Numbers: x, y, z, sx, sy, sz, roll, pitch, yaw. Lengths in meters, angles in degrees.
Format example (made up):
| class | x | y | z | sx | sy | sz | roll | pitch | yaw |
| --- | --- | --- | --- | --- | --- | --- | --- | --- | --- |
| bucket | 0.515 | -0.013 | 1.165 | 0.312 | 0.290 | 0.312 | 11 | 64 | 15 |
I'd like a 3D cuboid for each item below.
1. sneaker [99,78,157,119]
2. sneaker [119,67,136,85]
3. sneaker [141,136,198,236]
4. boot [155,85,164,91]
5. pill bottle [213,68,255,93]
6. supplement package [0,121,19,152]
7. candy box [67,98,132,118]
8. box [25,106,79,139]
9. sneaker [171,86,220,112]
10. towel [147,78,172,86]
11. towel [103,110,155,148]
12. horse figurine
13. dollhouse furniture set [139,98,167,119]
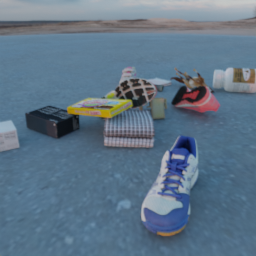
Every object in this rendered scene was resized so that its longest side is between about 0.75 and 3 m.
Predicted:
| class | x | y | z | sx | sy | sz | roll | pitch | yaw |
| --- | --- | --- | --- | --- | --- | --- | --- | --- | --- |
| sneaker | -0.007 | -1.188 | 10.994 | 2.913 | 1.122 | 1.237 | -17 | -1 | 40 |
| sneaker | -0.016 | -2.972 | 16.162 | 0.906 | 0.983 | 2.228 | 3 | 24 | 6 |
| sneaker | 0.995 | 1.134 | 6.438 | 1.075 | 1.259 | 2.856 | 7 | 26 | 17 |
| boot | 1.408 | -2.324 | 15.421 | 1.116 | 0.405 | 1.014 | 0 | 37 | 17 |
| pill bottle | 5.673 | -2.538 | 14.845 | 2.172 | 1.242 | 1.242 | 5 | 24 | 12 |
| supplement package | -4.270 | 0.313 | 9.062 | 1.192 | 0.661 | 0.928 | -13 | 27 | -28 |
| candy box | -1.037 | -0.732 | 9.839 | 2.212 | 0.292 | 1.130 | 7 | 26 | 40 |
| box | -2.805 | -0.257 | 10.390 | 1.645 | 0.649 | 1.161 | 16 | 25 | 31 |
| sneaker | 2.843 | -1.072 | 12.062 | 1.202 | 1.022 | 2.772 | 33 | -3 | -19 |
| towel | 1.657 | -2.664 | 16.430 | 1.297 | 0.219 | 1.358 | -17 | 28 | -33 |
| towel | 0.011 | -0.097 | 9.738 | 1.702 | 0.879 | 2.055 | 0 | 23 | -2 |
| horse figurine | 3.402 | -2.580 | 15.170 | 1.681 | 0.633 | 2.537 | 35 | -6 | -28 |
| dollhouse furniture set | 1.107 | -0.809 | 11.876 | 1.105 | 0.838 | 1.261 | -4 | 2 | -9 |
